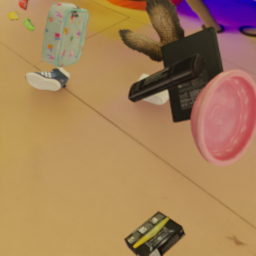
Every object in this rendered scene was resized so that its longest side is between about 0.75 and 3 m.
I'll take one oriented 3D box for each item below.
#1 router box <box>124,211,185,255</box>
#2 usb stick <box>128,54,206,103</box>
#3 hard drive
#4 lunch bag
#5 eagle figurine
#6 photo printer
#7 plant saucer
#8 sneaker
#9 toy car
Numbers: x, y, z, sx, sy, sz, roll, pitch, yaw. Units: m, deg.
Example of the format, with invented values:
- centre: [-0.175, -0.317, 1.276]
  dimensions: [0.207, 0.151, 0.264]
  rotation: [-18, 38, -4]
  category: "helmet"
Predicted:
- centre: [0.550, 2.313, 5.926]
  dimensions: [1.042, 0.272, 0.819]
  rotation: [-32, 23, -22]
  category: "router box"
- centre: [0.991, -1.362, 8.135]
  dimensions: [0.462, 2.835, 0.786]
  rotation: [34, 62, -28]
  category: "usb stick"
- centre: [2.078, -1.625, 8.903]
  dimensions: [1.838, 0.433, 2.634]
  rotation: [-13, 82, 35]
  category: "hard drive"
- centre: [-2.328, -3.574, 10.773]
  dimensions: [0.897, 2.327, 1.867]
  rotation: [27, 28, 14]
  category: "lunch bag"
- centre: [1.162, -3.186, 10.296]
  dimensions: [1.961, 2.599, 1.972]
  rotation: [-19, 39, 39]
  category: "eagle figurine"
- centre: [1.117, -1.689, 12.412]
  dimensions: [1.592, 0.553, 1.325]
  rotation: [21, 52, 18]
  category: "photo printer"
- centre: [2.487, -0.256, 7.304]
  dimensions: [2.460, 2.460, 0.623]
  rotation: [-32, 28, -25]
  category: "plant saucer"
- centre: [-3.621, -2.384, 12.965]
  dimensions: [1.833, 0.738, 1.342]
  rotation: [15, 44, 15]
  category: "sneaker"
- centre: [-3.339, -3.510, 8.898]
  dimensions: [0.953, 1.013, 0.226]
  rotation: [55, 26, -6]
  category: "toy car"
